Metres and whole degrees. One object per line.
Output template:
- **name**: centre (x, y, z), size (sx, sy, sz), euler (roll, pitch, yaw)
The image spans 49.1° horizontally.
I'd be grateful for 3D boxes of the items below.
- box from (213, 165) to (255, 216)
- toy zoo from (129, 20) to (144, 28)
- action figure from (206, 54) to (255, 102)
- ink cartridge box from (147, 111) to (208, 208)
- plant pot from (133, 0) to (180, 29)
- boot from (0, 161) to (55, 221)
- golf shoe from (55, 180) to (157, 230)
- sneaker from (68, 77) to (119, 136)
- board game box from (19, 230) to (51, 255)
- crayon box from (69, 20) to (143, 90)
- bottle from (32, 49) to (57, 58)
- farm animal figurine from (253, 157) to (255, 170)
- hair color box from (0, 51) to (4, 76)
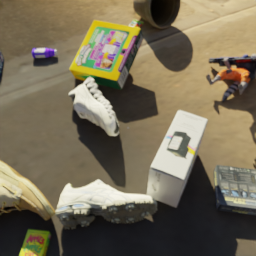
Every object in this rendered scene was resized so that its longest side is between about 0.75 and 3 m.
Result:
- **box**: centre (3.492, 1.867, 8.360), size (1.725, 0.440, 1.360), euler (6, 48, 4)
- **toy zoo**: centre (0.400, -5.506, 14.975), size (0.567, 0.088, 0.864), euler (20, 52, 16)
- **action figure**: centre (4.383, -2.232, 11.692), size (2.607, 1.410, 2.695), euler (-30, 28, -31)
- **ink cartridge box**: centre (1.466, 0.926, 8.352), size (0.957, 1.685, 2.312), euler (19, 53, 16)
- **plant pot**: centre (1.333, -6.470, 14.704), size (2.184, 2.184, 1.895), euler (-31, 39, -24)
- **boot**: centre (-3.553, 2.249, 7.671), size (2.695, 0.981, 2.095), euler (28, 54, 24)
- **golf shoe**: centre (-0.597, 1.965, 7.924), size (2.795, 1.094, 1.359), euler (-2, 43, -3)
- **sneaker**: centre (-1.255, -0.630, 10.213), size (1.216, 1.127, 3.000), euler (-26, 47, -11)
- **board game box**: centre (-2.467, 3.275, 7.249), size (0.590, 0.277, 1.161), euler (4, 49, 4)
- **crayon box**: centre (-0.892, -3.111, 11.790), size (2.260, 0.764, 2.619), euler (17, 73, 20)
- **bottle**: centre (-3.883, -3.482, 13.042), size (1.110, 0.362, 0.464), euler (-3, 47, -2)
- **farm animal figurine**: centre (4.500, 1.389, 8.154), size (1.776, 1.106, 2.199), euler (42, 28, 21)
- **hair color box**: centre (-6.129, -2.380, 11.832), size (1.244, 0.753, 2.487), euler (-7, 50, -6)
